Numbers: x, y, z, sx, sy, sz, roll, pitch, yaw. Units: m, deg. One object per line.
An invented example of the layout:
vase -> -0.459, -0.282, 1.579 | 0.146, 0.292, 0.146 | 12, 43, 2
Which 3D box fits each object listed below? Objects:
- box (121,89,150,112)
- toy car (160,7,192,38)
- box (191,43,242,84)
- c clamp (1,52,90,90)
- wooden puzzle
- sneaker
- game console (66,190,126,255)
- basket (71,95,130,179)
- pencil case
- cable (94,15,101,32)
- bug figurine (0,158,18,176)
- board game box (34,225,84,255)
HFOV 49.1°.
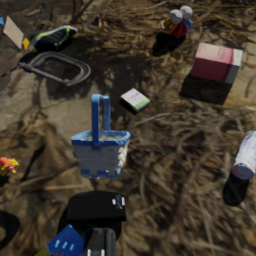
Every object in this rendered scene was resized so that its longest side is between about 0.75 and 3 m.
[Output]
box -> 0.299, -1.159, 11.664 | 0.735, 0.185, 1.018 | -34, 56, -25
toy car -> 2.655, -5.427, 14.717 | 1.666, 1.458, 1.249 | -29, 90, -23
box -> 3.959, -2.901, 12.568 | 1.921, 1.047, 1.228 | 15, 51, 12
c clamp -> -2.291, -1.655, 8.351 | 2.125, 0.288, 1.815 | 18, 46, 10
wooden puzzle -> -3.184, -2.597, 7.765 | 0.133, 1.141, 0.770 | -16, 51, 13
sneaker -> -3.680, -4.363, 14.160 | 2.556, 0.916, 1.058 | -24, 86, -23
game console -> -0.894, 2.938, 7.739 | 1.737, 0.355, 2.945 | -3, 38, -2
basket -> -0.680, 0.193, 7.163 | 1.424, 1.805, 2.047 | 4, 94, 6
pencil case -> 4.075, 0.908, 9.477 | 0.722, 0.788, 1.736 | 18, 52, 25
cable -> -1.053, -3.856, 10.035 | 0.247, 0.981, 0.476 | 5, 86, -13
bug figurine -> -4.759, 1.483, 9.177 | 1.560, 0.518, 2.012 | 30, 56, 23
board game box -> -1.825, 3.819, 7.241 | 1.588, 0.419, 2.076 | 36, 58, 27
